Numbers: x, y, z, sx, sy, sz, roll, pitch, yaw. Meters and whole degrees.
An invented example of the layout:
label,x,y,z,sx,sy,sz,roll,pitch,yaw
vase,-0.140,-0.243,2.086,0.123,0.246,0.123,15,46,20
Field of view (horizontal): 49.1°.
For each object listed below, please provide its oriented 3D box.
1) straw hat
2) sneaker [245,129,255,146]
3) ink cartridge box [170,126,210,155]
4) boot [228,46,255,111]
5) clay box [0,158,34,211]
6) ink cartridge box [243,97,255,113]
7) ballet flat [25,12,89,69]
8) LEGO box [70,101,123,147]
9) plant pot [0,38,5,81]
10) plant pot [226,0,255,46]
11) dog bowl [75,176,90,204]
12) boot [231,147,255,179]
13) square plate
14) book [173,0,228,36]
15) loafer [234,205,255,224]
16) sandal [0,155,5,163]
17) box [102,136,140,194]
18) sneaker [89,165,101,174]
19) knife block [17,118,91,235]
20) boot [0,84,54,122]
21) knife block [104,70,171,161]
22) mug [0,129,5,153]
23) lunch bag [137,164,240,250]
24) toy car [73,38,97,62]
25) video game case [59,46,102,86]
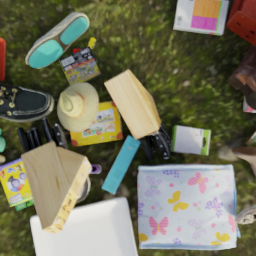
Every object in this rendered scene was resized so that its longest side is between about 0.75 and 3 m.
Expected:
label,x,y,z,sx,sy,sz,roll,pitch,yaw
straw hat,-1.621,-0.688,8.027,1.562,0.661,1.562,-6,76,24
sneaker,4.156,0.227,8.720,0.473,0.354,1.054,40,82,9
ink cartridge box,1.912,0.408,8.678,1.086,0.412,0.803,8,84,1
boot,4.052,-1.540,8.640,1.660,0.572,1.781,45,61,-8
clay box,-3.349,1.742,8.577,0.824,0.341,1.434,-23,84,-2
ink cartridge box,4.198,-0.833,8.805,0.987,0.419,0.719,6,83,2
ballet flat,-2.284,-2.795,8.941,2.418,0.815,0.754,-40,50,-7
LEGO box,-1.006,-0.116,8.635,1.561,0.602,1.162,-8,84,-1
plant pot,-4.712,-2.166,8.490,1.203,1.365,1.363,-4,82,21
plant pot,4.240,-3.663,8.316,2.249,2.247,1.982,35,96,3
dog bowl,-1.729,1.708,8.447,1.254,0.368,1.254,0,92,12
boot,3.941,1.180,8.480,1.498,0.526,1.095,4,118,35
square plate,-1.191,3.794,8.330,2.939,0.422,2.967,-12,84,-2
book,2.346,-3.653,9.106,1.581,0.380,1.056,9,93,1
loafer,3.228,2.337,7.407,0.342,1.088,0.391,45,125,36
sandal,-4.385,1.202,8.458,1.375,0.552,0.371,-19,63,3
box,-0.198,1.101,8.460,0.422,0.707,1.719,27,85,2
sneaker,-1.251,1.266,8.622,0.814,0.360,0.327,-1,85,1
knife block,-2.411,1.149,7.725,2.440,0.889,2.779,17,65,13
boot,-3.770,-0.984,7.854,2.867,2.166,1.035,4,74,5
knife block,0.396,-0.195,7.911,0.758,2.369,2.079,-26,55,17
mug,-4.112,0.463,8.620,0.845,0.522,0.694,-38,85,-4
lunch bag,1.650,2.151,7.898,2.648,1.684,2.246,-3,82,10
toy car,-1.259,-2.385,9.067,0.840,0.187,0.790,-32,90,5
video game case,-1.512,-1.922,8.945,1.089,0.139,0.984,-24,90,5
